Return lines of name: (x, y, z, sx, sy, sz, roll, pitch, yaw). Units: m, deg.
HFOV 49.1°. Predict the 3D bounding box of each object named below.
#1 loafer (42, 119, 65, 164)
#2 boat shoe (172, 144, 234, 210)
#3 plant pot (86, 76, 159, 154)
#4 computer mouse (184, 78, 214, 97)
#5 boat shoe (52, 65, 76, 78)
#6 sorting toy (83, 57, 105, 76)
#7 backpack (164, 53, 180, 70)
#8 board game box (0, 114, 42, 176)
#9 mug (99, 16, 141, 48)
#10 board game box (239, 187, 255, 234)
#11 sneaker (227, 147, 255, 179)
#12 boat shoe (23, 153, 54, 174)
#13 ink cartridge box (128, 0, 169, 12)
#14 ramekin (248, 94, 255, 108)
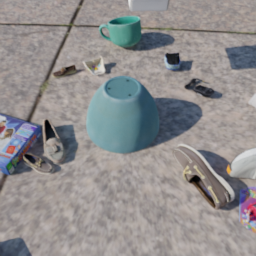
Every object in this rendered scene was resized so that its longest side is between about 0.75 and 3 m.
loafer: (-2.666, 0.438, 9.714, 0.656, 0.574, 1.825, -18, 50, -16)
boat shoe: (2.144, 1.460, 8.643, 0.703, 0.848, 2.362, -26, 59, -26)
plant pot: (-0.188, -0.727, 9.924, 2.737, 1.844, 2.737, 0, 48, 0)
computer mouse: (3.103, -1.676, 11.845, 1.292, 0.297, 0.907, 24, 52, 31)
boat shoe: (-2.875, -2.575, 12.550, 1.119, 0.403, 0.404, -17, 50, -15)
sorting toy: (-1.466, -2.712, 12.680, 0.917, 0.490, 0.826, -21, 59, -20)
backpack: (2.018, -2.979, 12.790, 0.715, 0.574, 0.782, -1, 56, -3)
board game box: (-4.839, 0.355, 9.834, 2.893, 0.499, 1.958, 16, 50, 14)
mug: (-0.265, -4.738, 13.906, 1.917, 1.185, 1.575, 17, 43, 33)
board game box: (3.935, 2.348, 8.176, 1.242, 0.306, 1.572, 12, 49, 11)
sneaker: (4.580, 1.346, 8.607, 2.915, 1.103, 1.341, -6, 52, -4)
boat shoe: (-2.976, 1.164, 9.215, 1.156, 0.344, 0.415, 22, 51, 18)
ink cartridge box: (0.626, -4.907, 9.781, 1.352, 0.763, 1.842, -3, 54, -6)
ramekin: (5.273, -1.181, 10.914, 1.067, 1.067, 0.497, -30, 68, -25)
